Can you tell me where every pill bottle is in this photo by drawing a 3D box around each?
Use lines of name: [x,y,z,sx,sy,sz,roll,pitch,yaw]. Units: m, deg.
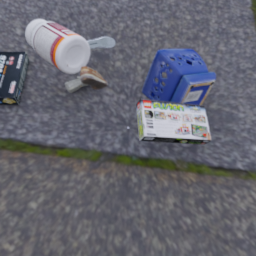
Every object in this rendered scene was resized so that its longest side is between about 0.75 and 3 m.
pill bottle: [-2.012,-2.324,7.809,1.046,1.046,1.910,-39,54,-20]

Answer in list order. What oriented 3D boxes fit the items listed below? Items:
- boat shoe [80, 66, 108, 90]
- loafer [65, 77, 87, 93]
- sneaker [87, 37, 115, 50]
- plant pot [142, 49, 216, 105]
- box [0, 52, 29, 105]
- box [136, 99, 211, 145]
boat shoe: [-0.639,-0.953,5.320,0.317,0.838,0.301,-17,77,16]
loafer: [-1.569,-1.572,9.337,1.116,0.390,0.389,-28,76,-19]
sneaker: [-0.956,-2.807,9.323,1.063,0.376,0.388,-12,101,-28]
plant pot: [1.533,-1.299,8.237,1.536,1.536,1.381,-13,51,-35]
box: [-4.343,-1.697,9.454,1.591,0.460,2.002,1,60,0]
box: [1.120,-0.134,6.846,1.793,0.311,0.986,4,65,-19]
